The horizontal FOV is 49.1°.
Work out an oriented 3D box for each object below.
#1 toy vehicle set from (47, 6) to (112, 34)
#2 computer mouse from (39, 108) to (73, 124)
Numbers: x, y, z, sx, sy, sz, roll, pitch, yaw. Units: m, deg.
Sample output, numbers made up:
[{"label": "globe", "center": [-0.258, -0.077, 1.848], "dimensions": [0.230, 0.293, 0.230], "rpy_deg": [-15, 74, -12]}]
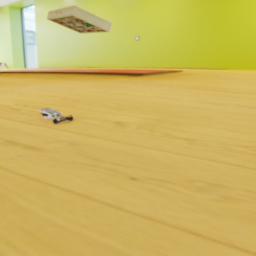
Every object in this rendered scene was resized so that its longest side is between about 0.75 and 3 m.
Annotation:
[{"label": "toy vehicle set", "center": [-1.667, -3.521, 9.248], "dimensions": [1.358, 0.290, 2.185], "rpy_deg": [12, 7, -37]}, {"label": "computer mouse", "center": [-3.391, -0.530, 12.836], "dimensions": [1.751, 0.384, 0.960], "rpy_deg": [21, 30, 38]}]
